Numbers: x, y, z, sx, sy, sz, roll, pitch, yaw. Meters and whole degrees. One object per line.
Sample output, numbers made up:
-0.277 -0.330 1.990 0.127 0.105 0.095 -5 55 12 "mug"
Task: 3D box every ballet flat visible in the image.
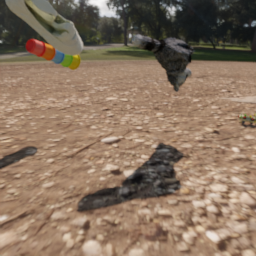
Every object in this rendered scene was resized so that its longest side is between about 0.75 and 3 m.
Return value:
-1.884 -2.601 7.009 0.826 0.826 2.379 19 -10 45 "ballet flat"

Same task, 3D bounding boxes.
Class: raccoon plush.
1.272 -2.499 10.768 2.638 1.767 1.276 17 40 -2 "raccoon plush"

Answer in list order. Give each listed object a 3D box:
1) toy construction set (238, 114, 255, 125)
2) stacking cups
5.193 -0.445 11.948 1.030 0.475 0.675 3 40 34 "toy construction set"
-2.822 -2.875 10.799 0.720 0.720 2.380 10 0 28 "stacking cups"
